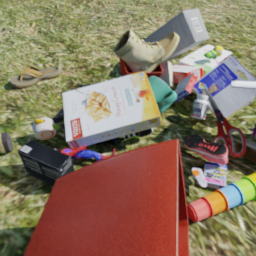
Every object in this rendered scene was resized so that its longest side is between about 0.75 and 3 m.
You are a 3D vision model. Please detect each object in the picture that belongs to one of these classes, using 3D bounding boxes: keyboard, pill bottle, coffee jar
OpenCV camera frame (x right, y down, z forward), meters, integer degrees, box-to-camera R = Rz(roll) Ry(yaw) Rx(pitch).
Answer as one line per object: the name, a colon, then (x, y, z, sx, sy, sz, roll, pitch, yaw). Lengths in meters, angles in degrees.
keyboard: (-2.481, -0.487, 10.315, 0.435, 0.166, 0.836, 12, 42, 15)
pill bottle: (2.528, -0.738, 9.820, 0.494, 0.826, 0.494, 11, 7, -1)
coffee jar: (-4.265, 0.569, 8.644, 1.284, 0.670, 0.548, -13, 43, -16)

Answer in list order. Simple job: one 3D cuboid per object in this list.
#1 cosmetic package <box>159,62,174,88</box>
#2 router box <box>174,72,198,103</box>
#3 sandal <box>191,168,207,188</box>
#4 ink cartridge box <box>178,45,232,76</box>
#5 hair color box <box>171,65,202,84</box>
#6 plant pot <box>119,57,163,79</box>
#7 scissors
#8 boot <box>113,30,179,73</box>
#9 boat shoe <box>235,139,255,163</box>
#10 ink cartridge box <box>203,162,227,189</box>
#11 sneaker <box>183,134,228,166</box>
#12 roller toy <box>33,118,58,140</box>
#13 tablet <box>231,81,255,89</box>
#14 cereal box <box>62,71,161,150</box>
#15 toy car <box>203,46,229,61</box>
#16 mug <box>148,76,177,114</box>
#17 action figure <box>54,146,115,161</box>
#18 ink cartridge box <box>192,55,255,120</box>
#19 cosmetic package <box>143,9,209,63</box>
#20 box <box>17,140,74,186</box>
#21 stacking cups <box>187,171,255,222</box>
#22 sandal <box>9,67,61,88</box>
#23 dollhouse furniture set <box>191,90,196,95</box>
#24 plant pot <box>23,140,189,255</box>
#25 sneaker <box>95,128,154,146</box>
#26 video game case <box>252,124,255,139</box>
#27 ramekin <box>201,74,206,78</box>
cosmetic package: (1.491, -2.092, 11.196, 0.510, 0.986, 0.360, -7, -5, 33)
router box: (2.085, -1.488, 10.411, 0.245, 1.003, 0.900, 35, 64, -11)
sandal: (1.928, 1.408, 7.718, 0.305, 0.228, 0.797, 6, 31, -7)
ink cartridge box: (3.484, -2.877, 12.672, 1.406, 0.808, 2.401, 32, 49, 32)
hair color box: (2.107, -2.231, 11.676, 0.959, 0.553, 1.728, -24, 29, -33)
plant pot: (0.374, -2.278, 11.377, 1.465, 1.291, 1.463, -4, 56, -16)
scissors: (3.132, -0.313, 9.191, 1.062, 0.202, 2.904, -16, 53, 28)
boot: (0.678, -3.101, 10.421, 2.197, 1.708, 0.800, -41, 36, 14)
boat shoe: (4.104, 0.840, 8.352, 0.563, 0.622, 1.744, -26, 45, -27)
ink cartridge box: (2.504, 1.311, 8.080, 0.620, 0.218, 1.038, 10, 35, 15)
sneaker: (2.289, 0.718, 8.410, 0.576, 0.678, 1.564, -40, 36, -19)
roller toy: (-2.752, 0.011, 9.152, 0.759, 0.692, 0.530, 8, 51, -40)
tablet: (3.939, -1.265, 8.321, 1.649, 0.113, 1.073, 5, 17, 20)
cereal box: (-0.599, -0.617, 8.909, 2.892, 0.571, 2.080, -15, 53, 1)
toy car: (3.832, -3.127, 11.967, 1.370, 0.325, 1.456, -7, 47, -31)
mug: (0.900, -1.097, 9.945, 1.271, 1.547, 0.957, 45, 76, 4)
action figure: (-1.363, 0.780, 8.436, 1.955, 0.639, 0.505, 0, 78, 0)
ink cartridge box: (3.506, -1.377, 9.997, 1.816, 0.427, 1.795, -37, 64, 9)
cosmetic package: (2.002, -3.878, 12.309, 1.199, 1.420, 2.659, -26, 6, -36)
box: (-2.229, 1.047, 7.783, 1.434, 1.012, 0.566, 19, 45, 21)
stacking cups: (2.576, 1.793, 7.272, 2.294, 0.694, 0.694, -17, 42, -13)
sandal: (-4.058, -2.383, 12.229, 2.307, 0.623, 0.926, -23, 45, -25)
dollhouse furniture set: (3.251, -1.562, 11.593, 0.958, 0.781, 0.911, -48, 49, -1)
plant pot: (-0.191, 2.198, 5.250, 2.511, 2.847, 2.850, -3, 39, 14)
sneaker: (-0.204, 0.267, 9.024, 2.085, 0.748, 0.863, -5, 46, 14)
video game case: (4.681, -0.022, 8.421, 0.334, 1.865, 1.690, -17, 43, -19)
ramekin: (3.290, -1.460, 10.668, 1.236, 0.604, 1.236, -5, 75, 21)
